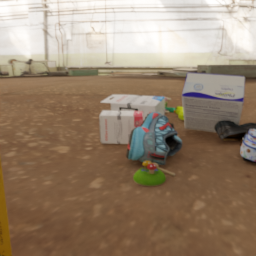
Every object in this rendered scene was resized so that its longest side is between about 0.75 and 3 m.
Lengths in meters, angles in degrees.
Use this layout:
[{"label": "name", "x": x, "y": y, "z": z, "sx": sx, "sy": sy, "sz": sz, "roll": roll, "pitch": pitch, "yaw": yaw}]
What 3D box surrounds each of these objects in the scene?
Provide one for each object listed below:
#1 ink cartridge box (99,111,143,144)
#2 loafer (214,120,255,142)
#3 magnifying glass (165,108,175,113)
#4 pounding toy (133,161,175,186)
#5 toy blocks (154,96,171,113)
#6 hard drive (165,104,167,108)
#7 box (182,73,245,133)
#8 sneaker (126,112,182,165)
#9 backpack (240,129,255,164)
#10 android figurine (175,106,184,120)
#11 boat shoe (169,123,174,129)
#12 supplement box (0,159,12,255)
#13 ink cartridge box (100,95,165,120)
[{"label": "ink cartridge box", "x": -0.199, "y": -0.014, "z": 8.892, "sx": 1.343, "sy": 0.978, "sz": 0.570, "roll": 1, "pitch": 22, "yaw": 4}, {"label": "loafer", "x": 3.720, "y": 0.234, "z": 9.050, "sx": 1.808, "sy": 0.658, "sz": 0.653, "roll": 3, "pitch": 47, "yaw": -3}, {"label": "magnifying glass", "x": 2.298, "y": -0.866, "z": 14.160, "sx": 0.611, "sy": 0.172, "sz": 1.536, "roll": -6, "pitch": 16, "yaw": -23}, {"label": "pounding toy", "x": 0.545, "y": 0.931, "z": 6.279, "sx": 0.717, "sy": 0.431, "sz": 0.929, "roll": 12, "pitch": 19, "yaw": 41}, {"label": "toy blocks", "x": 1.584, "y": -1.180, "z": 14.001, "sx": 0.757, "sy": 0.840, "sz": 0.899, "roll": 1, "pitch": 16, "yaw": -18}, {"label": "hard drive", "x": 1.137, "y": -1.254, "z": 14.844, "sx": 1.148, "sy": 0.311, "sz": 1.643, "roll": 19, "pitch": 16, "yaw": 40}, {"label": "box", "x": 2.875, "y": -0.787, "z": 9.525, "sx": 1.864, "sy": 1.063, "sz": 2.027, "roll": 8, "pitch": -29, "yaw": 19}, {"label": "sneaker", "x": 0.893, "y": 0.379, "z": 7.891, "sx": 1.278, "sy": 1.061, "sz": 2.676, "roll": 18, "pitch": 25, "yaw": 14}, {"label": "backpack", "x": 3.443, "y": 0.524, "z": 7.311, "sx": 1.064, "sy": 0.820, "sz": 1.014, "roll": 10, "pitch": 27, "yaw": 26}, {"label": "android figurine", "x": 3.404, "y": -0.708, "z": 12.310, "sx": 2.403, "sy": 0.542, "sz": 2.640, "roll": -19, "pitch": 21, "yaw": -31}, {"label": "boat shoe", "x": 1.408, "y": -0.107, "z": 10.760, "sx": 0.360, "sy": 0.304, "sz": 1.010, "roll": -9, "pitch": 16, "yaw": -32}, {"label": "supplement box", "x": -3.067, "y": 1.169, "z": 2.616, "sx": 2.546, "sy": 1.714, "sz": 2.582, "roll": 4, "pitch": 14, "yaw": 15}, {"label": "ink cartridge box", "x": 0.217, "y": -0.863, "z": 12.373, "sx": 2.526, "sy": 0.857, "sz": 1.465, "roll": 6, "pitch": 22, "yaw": 21}]
